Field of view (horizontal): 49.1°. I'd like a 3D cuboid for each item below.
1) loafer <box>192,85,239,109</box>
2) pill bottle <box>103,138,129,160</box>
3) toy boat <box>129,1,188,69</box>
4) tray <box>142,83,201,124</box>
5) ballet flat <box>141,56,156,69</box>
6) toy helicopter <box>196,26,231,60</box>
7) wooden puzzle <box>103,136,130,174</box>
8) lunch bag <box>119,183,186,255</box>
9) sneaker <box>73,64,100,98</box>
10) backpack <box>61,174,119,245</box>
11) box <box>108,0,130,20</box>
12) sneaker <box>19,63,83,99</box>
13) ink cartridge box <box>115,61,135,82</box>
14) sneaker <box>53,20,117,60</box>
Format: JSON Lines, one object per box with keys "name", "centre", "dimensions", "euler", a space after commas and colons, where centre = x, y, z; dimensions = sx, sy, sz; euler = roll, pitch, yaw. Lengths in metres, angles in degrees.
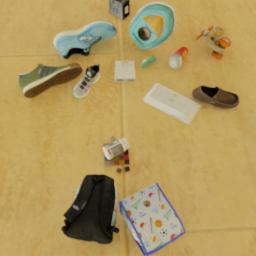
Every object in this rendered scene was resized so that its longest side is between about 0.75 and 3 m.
{"name": "loafer", "centre": [3.463, -1.214, 10.868], "dimensions": [1.888, 0.670, 0.689], "euler": [9, 70, -3]}
{"name": "pill bottle", "centre": [-0.410, 0.712, 9.774], "dimensions": [0.853, 0.486, 0.486], "euler": [-26, 61, -17]}
{"name": "toy boat", "centre": [1.414, -3.865, 11.965], "dimensions": [2.905, 2.442, 1.350], "euler": [44, 50, -9]}
{"name": "tray", "centre": [1.745, -1.055, 11.176], "dimensions": [2.115, 0.235, 1.136], "euler": [30, 61, 17]}
{"name": "ballet flat", "centre": [0.841, -2.916, 12.288], "dimensions": [0.893, 0.301, 0.314], "euler": [-34, 89, -24]}
{"name": "toy helicopter", "centre": [3.934, -4.138, 12.782], "dimensions": [1.418, 0.846, 2.144], "euler": [28, 46, 2]}
{"name": "wooden puzzle", "centre": [-0.427, 0.953, 9.980], "dimensions": [0.900, 0.107, 1.518], "euler": [-4, 58, -3]}
{"name": "lunch bag", "centre": [0.690, 2.749, 8.323], "dimensions": [1.410, 1.027, 1.659], "euler": [-25, 54, -16]}
{"name": "sneaker", "centre": [-1.640, -1.984, 11.202], "dimensions": [0.607, 1.093, 1.563], "euler": [31, 62, 0]}
{"name": "backpack", "centre": [-1.041, 2.377, 8.429], "dimensions": [1.612, 1.223, 1.932], "euler": [13, 58, -7]}
{"name": "box", "centre": [-0.436, -6.056, 13.905], "dimensions": [0.932, 0.940, 0.579], "euler": [33, 64, 19]}
{"name": "sneaker", "centre": [-3.281, -2.280, 11.523], "dimensions": [2.597, 0.871, 1.166], "euler": [-29, 69, -13]}
{"name": "ink cartridge box", "centre": [-0.146, -2.435, 12.049], "dimensions": [0.863, 0.267, 1.065], "euler": [-1, 53, -2]}
{"name": "sneaker", "centre": [-1.808, -3.800, 12.593], "dimensions": [2.843, 1.114, 1.279], "euler": [-21, 77, -5]}
